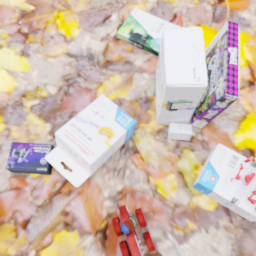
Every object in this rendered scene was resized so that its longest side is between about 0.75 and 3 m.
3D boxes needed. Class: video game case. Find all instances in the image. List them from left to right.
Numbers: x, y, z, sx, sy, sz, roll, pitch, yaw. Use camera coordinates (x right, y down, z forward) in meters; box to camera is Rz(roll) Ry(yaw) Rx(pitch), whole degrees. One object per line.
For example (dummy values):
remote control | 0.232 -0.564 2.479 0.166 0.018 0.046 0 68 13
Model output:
video game case | 2.910 -1.693 9.499 0.497 2.513 2.773 12 68 -6

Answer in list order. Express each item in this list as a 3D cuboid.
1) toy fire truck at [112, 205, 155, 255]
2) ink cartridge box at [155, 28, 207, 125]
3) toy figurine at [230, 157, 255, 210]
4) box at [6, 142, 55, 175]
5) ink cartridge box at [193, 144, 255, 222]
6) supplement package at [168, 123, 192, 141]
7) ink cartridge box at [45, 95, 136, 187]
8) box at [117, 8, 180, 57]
toy fire truck | 0.138 3.098 8.016 0.987 1.478 1.760 -19 79 -3
ink cartridge box | 1.606 -1.570 9.264 1.193 2.842 2.058 0 68 0
toy figurine | 4.263 1.755 7.632 1.292 1.467 2.449 -35 77 -22
box | -3.266 1.041 9.474 1.390 0.548 0.981 3 71 1
ink cartridge box | 3.649 1.884 8.918 2.666 0.904 1.546 30 71 12
supplement package | 1.820 0.138 9.861 0.754 0.429 0.413 5 55 1
ink cartridge box | -1.237 0.374 9.236 1.601 0.943 2.780 38 61 14
box | 0.831 -3.940 11.569 2.146 0.390 1.549 27 70 12
